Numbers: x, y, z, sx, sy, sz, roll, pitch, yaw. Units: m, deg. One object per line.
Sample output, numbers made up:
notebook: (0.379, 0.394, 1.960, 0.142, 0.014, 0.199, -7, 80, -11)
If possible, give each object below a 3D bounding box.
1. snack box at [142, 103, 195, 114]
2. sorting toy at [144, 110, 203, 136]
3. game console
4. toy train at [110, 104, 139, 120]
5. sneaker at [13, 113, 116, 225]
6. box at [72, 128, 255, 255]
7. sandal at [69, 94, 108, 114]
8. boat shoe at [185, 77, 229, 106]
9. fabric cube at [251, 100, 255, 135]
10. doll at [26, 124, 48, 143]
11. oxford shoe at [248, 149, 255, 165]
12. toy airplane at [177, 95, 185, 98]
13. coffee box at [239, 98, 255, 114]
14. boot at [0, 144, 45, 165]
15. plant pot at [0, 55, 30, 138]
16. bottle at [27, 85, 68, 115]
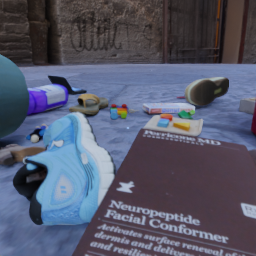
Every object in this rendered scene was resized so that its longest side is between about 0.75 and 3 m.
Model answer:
snack box: (1.461, -0.722, 10.024, 1.782, 0.217, 0.641, -3, 20, -19)
sorting toy: (1.403, -0.242, 8.311, 1.562, 0.311, 2.113, 4, 17, 16)
game console: (-3.088, -2.234, 14.265, 1.553, 0.904, 1.366, 16, 22, 42)
toy train: (-0.111, -0.497, 9.146, 0.972, 0.411, 0.562, 0, 26, -1)
sneaker: (-1.127, 0.493, 4.340, 1.282, 1.117, 2.850, -9, 18, -19)
box: (0.511, 0.951, 2.488, 1.416, 1.060, 2.828, 9, 17, 8)
sandal: (-1.387, -0.951, 10.160, 0.989, 0.665, 2.463, 4, 16, 15)
boat shoe: (2.898, -1.502, 11.050, 1.062, 0.999, 2.789, 19, 23, 40)
fabric cube: (4.175, -0.600, 6.230, 2.184, 2.142, 2.177, 2, 16, 10)
doll: (-2.274, 0.131, 7.100, 0.624, 0.222, 0.915, -20, 18, 4)
oxford shoe: (1.861, 0.622, 4.515, 1.404, 0.500, 0.509, 2, 45, 29)
toy airplane: (2.816, -1.414, 12.609, 1.233, 0.227, 1.233, 0, 16, 0)
coffee box: (4.681, -0.823, 10.102, 1.139, 0.454, 0.651, -8, 18, -26)
boot: (-2.191, 0.489, 5.685, 1.016, 0.357, 0.743, -9, 17, -30)
plant pot: (-3.645, -0.617, 5.645, 2.859, 2.859, 2.800, 3, 9, 9)
bottle: (-3.267, -1.019, 10.067, 1.071, 0.837, 2.565, 10, 18, 22)
